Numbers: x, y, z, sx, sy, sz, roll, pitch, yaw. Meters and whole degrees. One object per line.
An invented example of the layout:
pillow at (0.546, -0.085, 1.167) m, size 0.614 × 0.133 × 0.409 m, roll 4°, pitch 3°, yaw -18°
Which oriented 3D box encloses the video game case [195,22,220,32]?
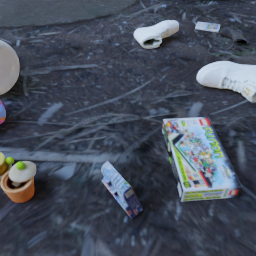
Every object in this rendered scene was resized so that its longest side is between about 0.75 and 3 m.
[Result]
video game case at (3.731, -4.732, 13.103) m, size 1.040 × 0.094 × 0.745 m, roll 14°, pitch 43°, yaw 15°

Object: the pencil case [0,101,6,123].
pencil case at (-4.330, -0.055, 7.271) m, size 1.003 × 1.003 × 2.270 m, roll 28°, pitch 51°, yaw 28°

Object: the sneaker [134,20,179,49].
sneaker at (1.350, -3.829, 11.692) m, size 1.986 × 0.732 × 1.148 m, roll -17°, pitch 45°, yaw -5°

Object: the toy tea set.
toy tea set at (-3.477, 1.016, 5.910) m, size 2.960 × 1.096 × 1.760 m, roll -12°, pitch 43°, yaw -14°

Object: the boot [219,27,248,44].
boot at (4.513, -3.914, 11.972) m, size 1.103 × 0.382 × 0.961 m, roll 7°, pitch 42°, yaw 4°

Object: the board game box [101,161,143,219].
board game box at (-0.236, 1.189, 5.714) m, size 0.324 × 1.052 × 1.051 m, roll -38°, pitch 49°, yaw -14°

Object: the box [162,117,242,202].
box at (1.666, 0.648, 6.841) m, size 1.291 × 0.407 × 2.346 m, roll -4°, pitch 42°, yaw -4°

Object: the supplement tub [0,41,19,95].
supplement tub at (-4.938, -2.213, 9.000) m, size 2.453 × 1.784 × 1.784 m, roll 27°, pitch 48°, yaw 27°

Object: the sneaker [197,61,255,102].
sneaker at (3.470, -1.442, 8.851) m, size 2.335 × 0.860 × 1.350 m, roll -2°, pitch 39°, yaw -4°
